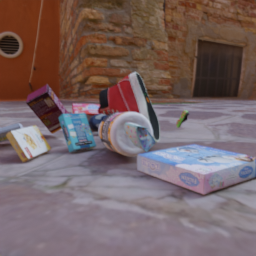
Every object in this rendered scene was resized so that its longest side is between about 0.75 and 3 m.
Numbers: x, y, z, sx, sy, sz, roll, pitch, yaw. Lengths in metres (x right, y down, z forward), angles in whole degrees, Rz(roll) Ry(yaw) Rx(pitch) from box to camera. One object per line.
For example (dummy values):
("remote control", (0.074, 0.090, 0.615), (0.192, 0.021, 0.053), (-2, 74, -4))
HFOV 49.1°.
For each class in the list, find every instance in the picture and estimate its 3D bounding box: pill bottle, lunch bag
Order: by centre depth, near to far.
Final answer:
("lunch bag", (0.275, 0.170, 7.375), (0.468, 0.767, 0.653), (-42, 28, -15))
("pill bottle", (-0.204, 0.158, 8.859), (1.290, 1.290, 2.217), (-3, 2, -19))

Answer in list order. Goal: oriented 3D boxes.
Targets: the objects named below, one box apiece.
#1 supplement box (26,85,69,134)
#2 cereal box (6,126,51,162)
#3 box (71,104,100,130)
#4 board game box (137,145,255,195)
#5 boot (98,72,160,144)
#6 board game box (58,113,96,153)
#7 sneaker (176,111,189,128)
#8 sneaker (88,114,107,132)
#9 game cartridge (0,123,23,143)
("supplement box", (-3.299, -0.762, 11.773), (0.987, 1.788, 0.766), (-28, 33, 5))
("cereal box", (-3.006, 0.450, 8.574), (0.261, 0.952, 1.323), (-33, 0, 15))
("box", (-1.754, -0.532, 13.683), (1.955, 0.975, 0.933), (0, 36, -20))
("board game box", (1.727, 0.901, 6.916), (2.178, 0.475, 2.189), (-7, 10, -35))
("boot", (-0.069, -0.400, 10.025), (1.935, 2.682, 0.971), (-25, -18, 20))
("board game box", (-1.708, 0.140, 9.442), (0.953, 1.262, 0.296), (-6, -19, -47))
("sneaker", (2.643, -0.375, 13.451), (0.391, 0.934, 0.359), (22, 18, -26))
("sneaker", (-0.386, -0.366, 12.475), (2.703, 0.948, 1.109), (-4, -15, -19))
("game cartridge", (-4.238, 0.197, 10.024), (0.947, 0.288, 1.421), (-23, -4, -26))
